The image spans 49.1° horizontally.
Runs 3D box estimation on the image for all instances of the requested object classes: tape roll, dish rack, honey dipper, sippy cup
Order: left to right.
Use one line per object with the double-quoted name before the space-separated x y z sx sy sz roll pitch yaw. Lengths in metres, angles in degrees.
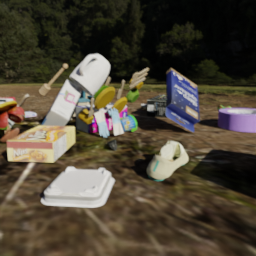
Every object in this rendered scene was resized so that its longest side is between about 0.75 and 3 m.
"honey dipper" -2.380 -1.566 8.953 1.345 0.255 0.255 -42 -6 24
"dish rack" -0.928 1.085 5.450 1.187 0.301 1.384 2 13 6
"sippy cup" -0.076 -0.120 10.602 0.587 0.629 0.801 -22 5 -34
"tape roll" 4.711 -0.345 11.336 2.044 0.671 2.044 0 11 0

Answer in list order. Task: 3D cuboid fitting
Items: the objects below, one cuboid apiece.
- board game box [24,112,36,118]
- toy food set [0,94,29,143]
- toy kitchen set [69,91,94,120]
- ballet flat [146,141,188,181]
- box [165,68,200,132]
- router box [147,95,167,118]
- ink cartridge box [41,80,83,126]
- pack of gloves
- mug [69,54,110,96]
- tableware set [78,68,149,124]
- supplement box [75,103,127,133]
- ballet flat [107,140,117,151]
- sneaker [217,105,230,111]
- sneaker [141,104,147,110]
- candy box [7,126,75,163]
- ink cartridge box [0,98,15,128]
"board game box" -5.147 -0.661 14.077 0.772 0.159 0.774 -10 16 -40
"toy food set" -3.919 0.017 8.485 1.662 0.923 2.825 -35 5 29
"toy kitchen set" -2.524 -1.542 14.420 2.372 1.744 2.960 -7 13 -31
"ballet flat" 1.014 0.653 6.622 0.688 0.688 1.981 5 13 23
"box" 2.071 -1.082 10.655 1.442 2.380 0.386 28 -43 -24
"router box" 2.345 -1.178 14.798 2.083 0.864 2.780 4 13 20
"ink cartridge box" -2.359 -0.731 10.000 0.695 1.187 1.642 31 46 -16
"pack of gloves" -0.659 -0.164 9.513 0.808 0.962 0.190 -16 6 -5
"mug" -1.325 -2.026 9.957 1.080 1.282 1.462 36 -8 15
"tableware set" -0.516 -1.070 9.983 0.451 1.980 2.939 42 54 18
"supplement box" -1.040 -0.429 11.073 1.860 0.941 0.961 -10 15 -39
"ballet flat" -0.481 0.522 8.474 0.294 0.251 0.884 -23 7 0
"sneaker" 5.418 -1.051 15.722 0.380 0.348 0.907 11 6 -41
"sneaker" 1.120 -1.184 16.164 0.708 0.464 1.230 -12 6 -12
"candy box" -2.366 0.399 7.978 1.207 0.578 2.091 1 12 4
"ink cartridge box" -5.691 -0.568 11.368 1.899 1.079 2.605 -3 12 -14
